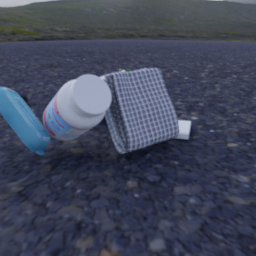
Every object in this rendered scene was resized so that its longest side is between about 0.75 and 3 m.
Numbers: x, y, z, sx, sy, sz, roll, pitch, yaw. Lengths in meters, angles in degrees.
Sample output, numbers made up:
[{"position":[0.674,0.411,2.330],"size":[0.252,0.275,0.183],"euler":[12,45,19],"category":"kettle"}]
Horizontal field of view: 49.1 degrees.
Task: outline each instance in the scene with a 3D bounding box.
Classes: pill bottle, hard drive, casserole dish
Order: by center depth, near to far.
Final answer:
[{"position":[-1.594,-0.572,8.614],"size":[1.494,1.494,2.747],"euler":[-15,-7,-32],"category":"pill bottle"},{"position":[-3.313,-0.300,8.814],"size":[0.510,2.628,1.592],"euler":[-38,-4,-3],"category":"casserole dish"},{"position":[1.351,-0.010,11.054],"size":[2.111,0.277,1.392],"euler":[6,23,14],"category":"hard drive"}]

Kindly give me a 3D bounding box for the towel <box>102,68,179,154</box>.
[{"position":[0.381,-0.690,9.392],"size":[2.234,2.698,1.154],"euler":[-16,-2,-29],"category":"towel"}]

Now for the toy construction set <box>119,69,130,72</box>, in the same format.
[{"position":[0.272,-1.678,11.193],"size":[1.176,1.083,1.410],"euler":[6,3,11],"category":"toy construction set"}]

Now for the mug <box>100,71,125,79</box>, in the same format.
[{"position":[-1.027,-1.455,12.766],"size":[2.147,1.808,2.449],"euler":[-18,12,-11],"category":"mug"}]

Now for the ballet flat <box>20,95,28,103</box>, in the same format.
[{"position":[-5.384,-1.132,13.726],"size":[0.606,0.518,1.824],"euler":[41,19,-14],"category":"ballet flat"}]
